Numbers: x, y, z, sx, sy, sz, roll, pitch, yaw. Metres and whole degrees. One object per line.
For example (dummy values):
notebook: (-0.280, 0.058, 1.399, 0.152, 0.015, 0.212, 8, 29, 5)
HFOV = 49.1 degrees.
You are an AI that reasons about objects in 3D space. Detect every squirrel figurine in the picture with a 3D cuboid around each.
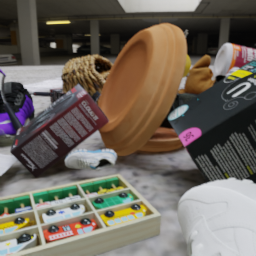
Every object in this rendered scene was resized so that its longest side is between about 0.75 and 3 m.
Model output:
squirrel figurine: (2.683, -0.820, 8.870, 2.344, 1.659, 2.188, -37, 50, -10)

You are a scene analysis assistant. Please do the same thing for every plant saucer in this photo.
plant saucer: (0.073, -0.896, 6.055, 0.562, 3.000, 3.000, 22, 6, -24)
plant saucer: (0.611, 0.173, 6.980, 1.953, 0.365, 1.953, 0, 15, 0)

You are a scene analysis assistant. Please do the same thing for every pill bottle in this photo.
pill bottle: (3.302, -1.579, 7.467, 1.798, 0.985, 0.985, 11, 15, -3)

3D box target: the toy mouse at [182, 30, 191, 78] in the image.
toy mouse: (0.697, -1.079, 7.805, 2.439, 0.531, 2.744, -31, -20, -2)

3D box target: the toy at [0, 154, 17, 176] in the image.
toy: (-2.594, 0.751, 4.508, 1.145, 0.469, 1.988, 11, 8, -9)

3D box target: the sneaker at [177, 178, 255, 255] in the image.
sneaker: (0.877, 1.235, 2.013, 1.125, 1.067, 2.794, -14, 16, -11)

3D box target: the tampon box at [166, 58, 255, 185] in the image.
tampon box: (1.798, -0.056, 4.463, 1.910, 1.206, 1.432, -33, 18, 7)

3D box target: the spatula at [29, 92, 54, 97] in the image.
spatula: (-3.089, -1.090, 8.861, 1.494, 0.422, 0.154, 5, 14, 6)

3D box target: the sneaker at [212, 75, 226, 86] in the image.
sneaker: (1.974, -0.652, 5.250, 0.872, 0.326, 0.463, 31, -9, 21)

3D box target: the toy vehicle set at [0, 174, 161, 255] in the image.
toy vehicle set: (-0.814, 1.149, 3.561, 2.109, 0.280, 1.310, -7, 17, -25)

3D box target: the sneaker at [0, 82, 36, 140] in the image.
sneaker: (-3.248, -0.544, 7.633, 0.973, 1.392, 2.798, -2, 15, -6)

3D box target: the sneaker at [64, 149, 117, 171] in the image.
sneaker: (-0.644, 0.574, 4.759, 0.901, 0.338, 0.390, -7, 24, -1)

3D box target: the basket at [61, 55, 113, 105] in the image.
basket: (-0.802, -1.506, 9.631, 2.110, 2.021, 2.832, -5, 15, 10)

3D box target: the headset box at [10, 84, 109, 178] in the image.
headset box: (-1.280, -0.083, 5.530, 1.869, 0.722, 1.391, -39, 22, -3)

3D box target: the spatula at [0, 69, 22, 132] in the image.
spatula: (-2.925, -0.781, 6.705, 0.272, 2.649, 0.749, -22, -3, -8)

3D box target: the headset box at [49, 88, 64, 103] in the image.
headset box: (-2.571, -1.342, 12.023, 1.223, 0.635, 1.644, -9, 19, -30)

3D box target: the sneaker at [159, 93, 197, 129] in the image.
sneaker: (0.766, -0.536, 6.650, 2.410, 0.921, 1.381, 2, -12, 7)

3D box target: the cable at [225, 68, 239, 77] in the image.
cable: (3.071, -0.425, 6.373, 2.272, 0.786, 2.271, 26, 18, -50)
